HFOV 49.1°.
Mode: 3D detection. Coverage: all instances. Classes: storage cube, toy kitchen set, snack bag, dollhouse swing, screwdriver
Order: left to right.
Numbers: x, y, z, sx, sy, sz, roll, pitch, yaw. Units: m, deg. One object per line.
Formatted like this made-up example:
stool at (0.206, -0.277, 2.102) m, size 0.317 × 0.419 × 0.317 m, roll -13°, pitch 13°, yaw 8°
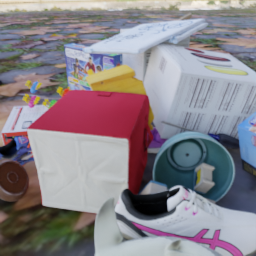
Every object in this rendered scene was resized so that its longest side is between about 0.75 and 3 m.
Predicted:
storage cube at (-0.605, 0.405, 5.587) m, size 2.065 × 1.765 × 1.856 m, roll 6°, pitch 29°, yaw 11°
dollhouse swing at (-0.212, -0.793, 6.883) m, size 1.437 × 1.581 × 1.390 m, roll -15°, pitch 32°, yaw 11°
snack bag at (0.414, -2.478, 7.766) m, size 2.665 × 0.285 × 2.513 m, roll -33°, pitch 33°, yaw -31°
toy kitchen set at (0.908, 1.097, 5.320) m, size 1.247 × 0.734 × 0.999 m, roll 19°, pitch 53°, yaw -8°
screwdriver at (1.575, 0.121, 6.025) m, size 2.144 × 0.299 × 0.312 m, roll 16°, pitch 13°, yaw -20°

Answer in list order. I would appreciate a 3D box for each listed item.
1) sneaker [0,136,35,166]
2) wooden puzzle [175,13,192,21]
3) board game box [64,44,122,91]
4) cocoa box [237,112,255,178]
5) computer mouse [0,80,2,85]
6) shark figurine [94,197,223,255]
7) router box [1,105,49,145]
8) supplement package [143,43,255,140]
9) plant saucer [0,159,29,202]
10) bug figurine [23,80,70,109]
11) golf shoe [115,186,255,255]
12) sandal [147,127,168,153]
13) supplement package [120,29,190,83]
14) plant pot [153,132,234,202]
sneaker at (-2.212, 0.432, 6.248) m, size 1.699 × 0.666 × 0.640 m, roll -28°, pitch 54°, yaw -12°
wooden puzzle at (1.350, -4.334, 12.341) m, size 2.623 × 0.488 × 2.427 m, roll -7°, pitch 23°, yaw 28°
board game box at (-1.291, -1.998, 10.212) m, size 2.603 × 1.762 × 0.448 m, roll 23°, pitch 36°, yaw 35°
cocoa box at (2.871, 0.378, 5.621) m, size 0.891 × 1.336 × 0.876 m, roll -33°, pitch 37°, yaw -15°
computer mouse at (-5.907, -2.074, 12.002) m, size 1.521 × 0.259 × 0.446 m, roll 20°, pitch 34°, yaw 34°
shark figurine at (0.553, 1.898, 3.656) m, size 2.885 × 1.204 × 1.724 m, roll -2°, pitch 60°, yaw 11°
router box at (-2.631, -0.139, 8.084) m, size 1.551 × 0.422 × 1.728 m, roll -4°, pitch 28°, yaw -8°
supplement package at (1.743, -0.902, 6.971) m, size 2.233 × 1.642 × 2.135 m, roll 4°, pitch 32°, yaw -16°
plant saucer at (-2.275, 0.982, 5.440) m, size 0.150 × 0.870 × 0.870 m, roll -31°, pitch 14°, yaw 28°
bug figurine at (-2.452, -0.950, 8.470) m, size 1.485 × 0.382 × 1.151 m, roll 14°, pitch 49°, yaw 5°
golf shoe at (0.978, 1.451, 4.306) m, size 2.426 × 1.117 × 0.881 m, roll 1°, pitch 27°, yaw -1°
sandal at (1.296, 0.018, 7.545) m, size 2.620 × 0.644 × 1.066 m, roll -11°, pitch 30°, yaw -21°
supplement package at (0.860, -2.264, 10.127) m, size 1.705 × 2.318 × 2.217 m, roll -10°, pitch 30°, yaw -19°
plant pot at (1.210, 0.686, 5.517) m, size 1.464 × 1.464 × 0.981 m, roll 2°, pitch 19°, yaw 4°
